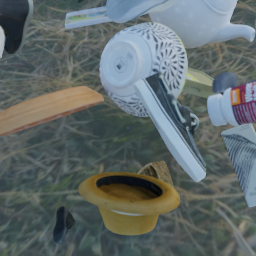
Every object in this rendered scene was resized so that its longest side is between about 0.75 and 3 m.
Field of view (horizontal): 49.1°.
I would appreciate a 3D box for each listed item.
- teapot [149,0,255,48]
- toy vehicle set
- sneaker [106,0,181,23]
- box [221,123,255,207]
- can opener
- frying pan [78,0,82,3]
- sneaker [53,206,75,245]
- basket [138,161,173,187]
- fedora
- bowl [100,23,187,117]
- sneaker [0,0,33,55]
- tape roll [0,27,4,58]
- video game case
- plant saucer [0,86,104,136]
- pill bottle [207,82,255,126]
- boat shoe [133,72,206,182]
[{"bbox_3d":[1.972,-3.745,7.734,2.781,2.031,2.745,8,78,-31],"label":"teapot"},{"bbox_3d":[1.247,-1.304,7.063,2.368,0.314,1.471,11,26,-22],"label":"toy vehicle set"},{"bbox_3d":[0.367,-2.751,6.101,0.817,0.843,2.308,0,7,-38],"label":"sneaker"},{"bbox_3d":[2.342,0.693,5.367,0.610,0.508,1.484,-23,73,22],"label":"box"},{"bbox_3d":[2.815,-1.036,6.457,2.418,0.809,0.645,-22,16,-33],"label":"can opener"},{"bbox_3d":[-1.202,-4.711,9.460,0.775,1.281,0.208,12,61,-14],"label":"frying pan"},{"bbox_3d":[-1.233,1.967,5.506,0.294,0.440,0.769,-27,34,12],"label":"sneaker"},{"bbox_3d":[0.699,1.411,7.292,0.745,0.714,1.000,-9,55,-8],"label":"basket"},{"bbox_3d":[-0.013,1.334,4.883,1.815,1.815,0.740,5,98,4],"label":"fedora"},{"bbox_3d":[0.087,-1.255,5.845,2.066,2.066,0.970,41,24,25],"label":"bowl"},{"bbox_3d":[-3.018,-2.497,6.810,0.921,1.735,0.649,-19,67,-43],"label":"sneaker"},{"bbox_3d":[-3.100,-1.255,5.134,0.651,1.860,1.860,31,57,-9],"label":"tape roll"},{"bbox_3d":[-1.083,-3.080,7.782,1.291,0.148,1.175,-10,36,-2],"label":"video game case"},{"bbox_3d":[-1.597,-0.369,5.631,2.228,2.228,0.417,-20,96,-14],"label":"plant saucer"},{"bbox_3d":[1.852,-0.370,4.326,1.115,0.611,0.611,-12,47,33],"label":"pill bottle"},{"bbox_3d":[0.733,-0.094,4.225,0.581,0.645,1.825,-28,71,-1],"label":"boat shoe"}]
